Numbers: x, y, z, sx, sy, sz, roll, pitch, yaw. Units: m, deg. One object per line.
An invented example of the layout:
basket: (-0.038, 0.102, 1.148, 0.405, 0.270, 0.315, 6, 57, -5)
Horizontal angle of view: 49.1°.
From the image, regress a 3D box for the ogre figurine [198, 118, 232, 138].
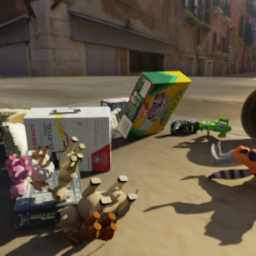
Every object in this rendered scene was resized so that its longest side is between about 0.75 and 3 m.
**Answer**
ogre figurine: (3.462, -0.016, 11.048, 0.950, 0.777, 1.584, 2, -24, 37)

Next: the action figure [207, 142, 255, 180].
action figure: (3.529, 1.032, 7.247, 2.607, 1.410, 2.695, 14, -8, 23)

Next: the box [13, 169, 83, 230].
box: (-1.694, 1.477, 6.150, 1.360, 0.440, 1.725, -3, 15, -15)

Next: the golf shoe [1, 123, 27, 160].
golf shoe: (-3.576, 0.332, 9.623, 1.359, 1.094, 2.795, -1, 14, -26)

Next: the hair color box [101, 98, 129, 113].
hair color box: (-0.266, -1.342, 16.765, 2.487, 0.753, 1.244, -9, 16, -31)

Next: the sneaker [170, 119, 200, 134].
sneaker: (2.504, -0.056, 11.933, 1.700, 0.603, 0.704, -5, 12, -26)

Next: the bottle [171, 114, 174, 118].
bottle: (2.089, -0.799, 15.393, 0.464, 0.362, 1.110, -5, 15, -26)

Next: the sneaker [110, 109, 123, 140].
sneaker: (-1.163, -0.003, 10.944, 1.216, 1.127, 3.000, -8, 7, 23)

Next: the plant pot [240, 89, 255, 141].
plant pot: (5.902, -0.443, 10.880, 1.895, 2.184, 2.184, 7, 10, -27)

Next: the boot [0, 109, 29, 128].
boot: (-5.049, -0.303, 12.136, 2.095, 0.981, 2.695, 4, 13, 13)

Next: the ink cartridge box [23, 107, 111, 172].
ink cartridge box: (-1.669, 0.342, 8.067, 2.312, 1.685, 0.957, -2, 21, -4)

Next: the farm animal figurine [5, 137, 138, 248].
farm animal figurine: (-1.102, 1.228, 5.214, 2.199, 1.106, 1.776, 36, 31, 7)

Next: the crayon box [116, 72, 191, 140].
crayon box: (0.985, -0.881, 10.955, 2.260, 2.619, 0.764, -11, 48, -42)
